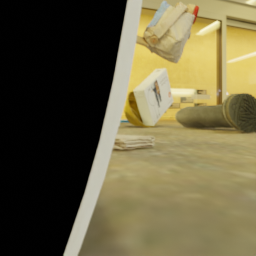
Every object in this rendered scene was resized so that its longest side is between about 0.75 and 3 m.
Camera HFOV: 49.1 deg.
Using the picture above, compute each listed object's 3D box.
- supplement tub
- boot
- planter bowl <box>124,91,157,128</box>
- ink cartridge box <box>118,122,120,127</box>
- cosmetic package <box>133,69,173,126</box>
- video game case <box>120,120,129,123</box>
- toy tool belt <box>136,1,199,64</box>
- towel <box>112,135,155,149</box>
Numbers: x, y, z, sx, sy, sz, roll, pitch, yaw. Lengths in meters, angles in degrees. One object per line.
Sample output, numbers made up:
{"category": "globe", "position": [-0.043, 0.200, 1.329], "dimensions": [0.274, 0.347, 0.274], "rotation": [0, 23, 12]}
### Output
{"category": "supplement tub", "position": [-0.540, -0.132, 0.386], "dimensions": [0.984, 0.984, 1.362], "rotation": [-1, 2, -13]}
{"category": "boot", "position": [2.098, -0.345, 6.919], "dimensions": [2.117, 0.845, 2.328], "rotation": [16, -1, -40]}
{"category": "planter bowl", "position": [0.281, -0.475, 8.963], "dimensions": [0.556, 1.336, 1.336], "rotation": [-34, -19, 34]}
{"category": "ink cartridge box", "position": [-0.897, -0.378, 8.682], "dimensions": [1.180, 0.671, 1.619], "rotation": [0, -1, 5]}
{"category": "cosmetic package", "position": [0.849, -0.995, 8.851], "dimensions": [0.417, 1.217, 1.615], "rotation": [4, 35, 33]}
{"category": "video game case", "position": [0.283, -0.377, 15.334], "dimensions": [1.699, 0.151, 1.216], "rotation": [2, 3, 28]}
{"category": "toy tool belt", "position": [0.563, -1.557, 4.205], "dimensions": [0.756, 1.230, 0.768], "rotation": [19, -36, 11]}
{"category": "towel", "position": [-0.152, 0.164, 3.358], "dimensions": [0.567, 0.148, 0.856], "rotation": [0, 2, -43]}
